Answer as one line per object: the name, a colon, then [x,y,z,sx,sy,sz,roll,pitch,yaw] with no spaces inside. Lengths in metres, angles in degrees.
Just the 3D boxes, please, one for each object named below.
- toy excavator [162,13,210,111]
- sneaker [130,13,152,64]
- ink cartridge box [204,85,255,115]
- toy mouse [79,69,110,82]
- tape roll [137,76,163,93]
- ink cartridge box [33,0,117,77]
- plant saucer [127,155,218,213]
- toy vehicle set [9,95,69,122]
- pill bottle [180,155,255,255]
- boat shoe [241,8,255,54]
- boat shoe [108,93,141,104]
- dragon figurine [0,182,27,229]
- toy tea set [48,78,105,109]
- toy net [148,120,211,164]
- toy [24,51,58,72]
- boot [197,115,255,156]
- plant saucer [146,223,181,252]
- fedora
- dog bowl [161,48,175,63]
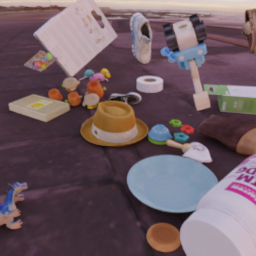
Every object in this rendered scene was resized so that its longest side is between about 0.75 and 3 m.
toy excavator: [1.929,-1.943,8.395,1.118,2.239,2.177,-16,37,13]
sneaker: [0.691,-3.844,12.509,0.866,2.311,1.002,-29,42,-15]
ink cartridge box: [4.885,-1.334,12.864,2.805,0.832,1.456,5,28,10]
toy mouse: [-2.036,-3.200,16.948,2.001,0.436,2.252,-10,29,-20]
tape roll: [1.175,-2.377,15.275,1.425,0.498,1.425,0,27,0]
ink cartridge box: [-2.027,-3.635,11.090,2.594,2.108,0.740,-46,33,-11]
plant saucer: [1.179,1.574,7.607,2.425,0.467,2.425,0,28,0]
toy vehicle set: [-4.021,-0.942,12.672,2.356,0.312,1.464,16,31,28]
pill bottle: [2.482,1.792,5.909,2.849,1.615,1.615,-25,36,-39]
boat shoe: [3.574,-2.821,8.157,0.545,0.574,1.517,9,69,8]
boat shoe: [-0.178,-1.311,13.220,1.543,0.546,0.491,-1,26,15]
dragon figurine: [-3.238,2.037,6.498,1.098,0.650,2.208,24,35,38]
toy tea set: [-2.443,-1.548,13.564,2.721,1.007,1.618,9,58,11]
toy net: [1.911,0.552,9.603,1.476,0.543,2.813,-11,31,-26]
toy: [-3.344,-2.438,10.710,1.293,0.305,0.744,-24,-28,39]
boot: [4.231,-0.132,10.236,2.430,1.057,2.921,25,40,35]
plant saucer: [0.807,2.423,6.301,0.777,0.145,0.777,1,28,0]
fedora: [-0.535,-0.308,10.587,2.703,1.102,2.703,0,27,0]
dog bowl: [1.720,-3.075,11.799,0.756,0.187,0.422,42,56,-5]
